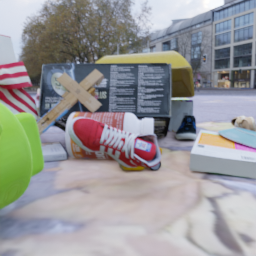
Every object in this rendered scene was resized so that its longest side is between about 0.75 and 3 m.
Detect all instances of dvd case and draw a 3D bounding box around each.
[{"bbox_3d":[-2.254,0.519,5.788,1.827,0.160,1.304,-3,9,-20],"label":"dvd case"}]

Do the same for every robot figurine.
[{"bbox_3d":[-1.828,0.400,2.623,1.893,1.248,2.158,2,14,31],"label":"robot figurine"}]

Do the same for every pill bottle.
[{"bbox_3d":[-0.330,0.155,5.609,1.660,0.931,0.931,1,8,6],"label":"pill bottle"}]

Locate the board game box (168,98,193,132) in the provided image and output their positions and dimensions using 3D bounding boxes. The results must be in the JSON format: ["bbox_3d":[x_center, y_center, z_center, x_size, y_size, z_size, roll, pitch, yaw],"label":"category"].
[{"bbox_3d":[1.641,-0.512,9.813,1.012,1.030,1.964,1,8,6],"label":"board game box"}]

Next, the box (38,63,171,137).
[{"bbox_3d":[-0.413,-0.598,7.193,2.932,1.263,2.401,1,-11,6],"label":"box"}]

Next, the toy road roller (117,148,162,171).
[{"bbox_3d":[0.205,0.427,4.958,0.795,0.580,0.488,-1,8,-9],"label":"toy road roller"}]

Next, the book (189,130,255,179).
[{"bbox_3d":[1.921,0.463,5.351,1.262,0.454,1.890,6,10,18],"label":"book"}]

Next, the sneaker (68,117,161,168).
[{"bbox_3d":[-0.115,0.196,3.876,1.345,0.479,0.757,29,-24,-34],"label":"sneaker"}]

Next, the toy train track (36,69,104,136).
[{"bbox_3d":[-1.305,-0.370,5.762,1.200,2.091,0.340,42,-11,23],"label":"toy train track"}]

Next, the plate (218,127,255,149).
[{"bbox_3d":[2.793,0.264,5.846,1.787,0.228,1.787,15,10,-3],"label":"plate"}]

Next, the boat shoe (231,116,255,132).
[{"bbox_3d":[3.700,-0.099,9.067,0.491,0.523,1.419,-10,5,6],"label":"boat shoe"}]

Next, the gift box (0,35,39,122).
[{"bbox_3d":[-3.333,-0.486,5.442,2.421,2.593,2.393,-13,7,24],"label":"gift box"}]

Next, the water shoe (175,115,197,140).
[{"bbox_3d":[1.657,-0.043,7.981,0.570,0.630,1.595,2,9,12],"label":"water shoe"}]

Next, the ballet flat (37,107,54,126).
[{"bbox_3d":[-2.992,-0.516,10.869,0.785,0.785,2.259,-8,12,-43],"label":"ballet flat"}]

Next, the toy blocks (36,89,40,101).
[{"bbox_3d":[-3.348,-0.934,13.168,1.572,1.682,1.416,-13,43,-6],"label":"toy blocks"}]

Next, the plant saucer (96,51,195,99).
[{"bbox_3d":[0.498,-1.470,8.110,2.736,0.663,2.737,-1,-9,15],"label":"plant saucer"}]
